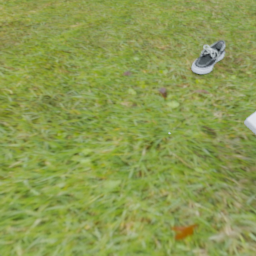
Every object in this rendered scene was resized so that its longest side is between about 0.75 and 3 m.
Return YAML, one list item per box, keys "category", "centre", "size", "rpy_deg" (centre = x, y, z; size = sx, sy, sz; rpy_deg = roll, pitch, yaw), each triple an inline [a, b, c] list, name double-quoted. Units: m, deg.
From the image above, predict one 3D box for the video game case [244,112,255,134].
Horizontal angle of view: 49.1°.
- category: "video game case"
  centre: [5.371, -0.047, 8.170]
  size: [2.853, 0.328, 2.600]
  rpy_deg: [-34, 67, -14]

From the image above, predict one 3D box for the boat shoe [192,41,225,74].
- category: "boat shoe"
  centre: [4.189, -3.674, 14.284]
  size: [1.008, 0.932, 2.729]
  rpy_deg: [34, 54, 30]
